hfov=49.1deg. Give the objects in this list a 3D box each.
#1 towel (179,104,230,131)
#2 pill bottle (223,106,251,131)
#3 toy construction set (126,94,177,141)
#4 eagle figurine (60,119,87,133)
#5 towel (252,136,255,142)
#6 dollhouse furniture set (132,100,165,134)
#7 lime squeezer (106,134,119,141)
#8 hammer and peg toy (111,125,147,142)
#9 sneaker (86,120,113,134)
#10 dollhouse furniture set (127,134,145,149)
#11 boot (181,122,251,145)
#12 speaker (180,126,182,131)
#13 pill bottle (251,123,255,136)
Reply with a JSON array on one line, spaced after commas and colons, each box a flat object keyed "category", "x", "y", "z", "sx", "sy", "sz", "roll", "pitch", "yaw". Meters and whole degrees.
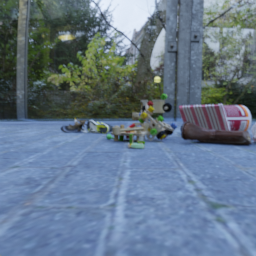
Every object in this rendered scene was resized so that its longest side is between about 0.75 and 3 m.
[{"category": "towel", "x": 3.687, "y": -0.333, "z": 13.521, "sx": 2.438, "sy": 1.784, "sz": 0.365, "roll": 1, "pitch": 32, "yaw": 47}, {"category": "pill bottle", "x": 5.209, "y": -0.434, "z": 15.844, "sx": 2.986, "sy": 1.687, "sz": 1.687, "roll": -1, "pitch": 4, "yaw": -16}, {"category": "toy construction set", "x": 0.911, "y": -0.139, "z": 13.169, "sx": 2.432, "sy": 2.028, "sz": 1.868, "roll": -22, "pitch": 6, "yaw": 29}, {"category": "eagle figurine", "x": -3.339, "y": -0.061, "z": 17.748, "sx": 1.525, "sy": 1.151, "sz": 1.157, "roll": -30, "pitch": -55, "yaw": 24}, {"category": "towel", "x": 5.734, "y": 0.345, "z": 11.693, "sx": 0.986, "sy": 0.202, "sz": 1.347, "roll": -18, "pitch": -11, "yaw": 19}, {"category": "dollhouse furniture set", "x": 1.215, "y": -0.514, "z": 16.641, "sx": 1.882, "sy": 1.979, "sz": 1.613, "roll": 0, "pitch": -8, "yaw": 5}, {"category": "lime squeezer", "x": -0.828, "y": 0.437, "z": 13.473, "sx": 0.473, "sy": 0.253, "sz": 1.340, "roll": -1, "pitch": 3, "yaw": -18}, {"category": "hammer and peg toy", "x": 0.055, "y": 0.271, "z": 12.400, "sx": 1.486, "sy": 0.712, "sz": 2.020, "roll": 2, "pitch": 4, "yaw": 12}, {"category": "sneaker", "x": -1.771, "y": 0.019, "z": 17.392, "sx": 2.053, "sy": 0.764, "sz": 0.869, "roll": 15, "pitch": 7, "yaw": 42}, {"category": "dollhouse furniture set", "x": 0.323, "y": 0.501, "z": 10.484, "sx": 0.609, "sy": 0.467, "sz": 0.930, "roll": 0, "pitch": 3, "yaw": 6}, {"category": "boot", "x": 3.588, "y": 0.268, "z": 11.249, "sx": 2.426, "sy": 0.779, "sz": 2.261, "roll": 7, "pitch": 0, "yaw": 36}, {"category": "speaker", "x": 3.697, "y": 0.054, "z": 16.530, "sx": 0.639, "sy": 0.639, "sz": 1.573, "roll": 2, "pitch": 5, "yaw": 36}, {"category": "pill bottle", "x": 6.528, "y": 0.104, "z": 13.412, "sx": 0.899, "sy": 0.899, "sz": 1.601, "roll": 2, "pitch": 4, "yaw": 34}]
